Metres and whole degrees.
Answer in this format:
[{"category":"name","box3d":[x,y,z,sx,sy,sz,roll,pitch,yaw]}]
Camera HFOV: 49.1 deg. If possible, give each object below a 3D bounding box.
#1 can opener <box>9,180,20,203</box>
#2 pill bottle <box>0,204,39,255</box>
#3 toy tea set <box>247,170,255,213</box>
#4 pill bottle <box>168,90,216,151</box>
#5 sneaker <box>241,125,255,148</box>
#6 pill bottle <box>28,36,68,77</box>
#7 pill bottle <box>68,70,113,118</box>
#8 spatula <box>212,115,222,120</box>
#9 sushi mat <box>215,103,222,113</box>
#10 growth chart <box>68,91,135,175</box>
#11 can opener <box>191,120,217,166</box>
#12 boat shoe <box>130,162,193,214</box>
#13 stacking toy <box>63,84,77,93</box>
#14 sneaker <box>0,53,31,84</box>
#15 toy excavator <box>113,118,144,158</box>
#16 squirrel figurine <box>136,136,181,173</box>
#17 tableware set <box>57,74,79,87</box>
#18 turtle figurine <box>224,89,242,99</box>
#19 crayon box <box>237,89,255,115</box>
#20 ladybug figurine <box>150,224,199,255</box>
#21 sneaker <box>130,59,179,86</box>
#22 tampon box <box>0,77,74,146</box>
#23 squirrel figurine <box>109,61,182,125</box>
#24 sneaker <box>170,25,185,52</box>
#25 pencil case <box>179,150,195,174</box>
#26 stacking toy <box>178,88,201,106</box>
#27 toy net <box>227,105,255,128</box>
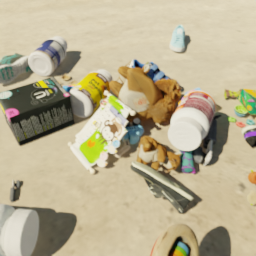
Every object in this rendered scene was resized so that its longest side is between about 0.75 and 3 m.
[{"category":"can opener","box3d":[-3.562,1.962,8.822,0.263,0.210,0.787,-9,44,-9]},{"category":"pill bottle","box3d":[-3.749,2.637,7.151,2.580,1.414,1.414,3,42,3]},{"category":"toy tea set","box3d":[3.881,1.896,8.268,0.787,0.490,1.324,14,87,10]},{"category":"pill bottle","box3d":[2.197,-0.287,9.605,1.279,1.279,2.334,17,36,18]},{"category":"sneaker","box3d":[5.274,0.436,10.250,1.997,0.694,0.993,-3,47,3]},{"category":"pill bottle","box3d":[-4.009,-3.786,14.431,1.308,1.308,2.356,9,42,10]},{"category":"pill bottle","box3d":[-1.557,-1.567,11.968,1.267,1.267,2.319,16,45,18]},{"category":"spatula","box3d":[2.741,-0.237,10.732,1.670,0.172,0.472,-14,-1,21]},{"category":"sushi mat","box3d":[2.920,-0.922,10.850,1.400,0.670,0.085,27,52,-22]},{"category":"growth chart","box3d":[-0.930,0.132,9.924,1.981,0.243,2.738,32,83,35]},{"category":"can opener","box3d":[2.784,0.437,10.186,0.748,0.597,2.236,18,43,4]},{"category":"boat shoe","box3d":[0.879,1.716,8.179,2.069,0.699,0.743,35,6,-1]},{"category":"stacking toy","box3d":[-2.356,-1.752,12.754,0.726,0.687,1.251,7,30,22]},{"category":"sneaker","box3d":[-5.940,-2.987,13.772,1.182,1.005,2.591,26,39,17]},{"category":"toy excavator","box3d":[-0.002,0.403,10.318,1.311,0.673,1.348,-9,52,-9]},{"category":"squirrel figurine","box3d":[1.035,0.844,9.284,1.362,1.032,1.459,14,22,-7]},{"category":"tableware set","box3d":[-3.045,-2.172,13.494,1.367,0.159,1.142,30,50,29]},{"category":"turtle figurine","box3d":[4.918,-1.429,12.413,1.210,0.483,1.501,7,42,7]},{"category":"crayon box","box3d":[5.666,-1.027,11.614,1.894,0.552,1.125,3,39,-17]},{"category":"ladybug figurine","box3d":[0.880,2.561,5.538,1.038,0.550,1.530,54,44,-1]},{"category":"sneaker","box3d":[1.134,-2.409,13.007,2.639,1.085,0.976,21,39,20]},{"category":"tampon box","box3d":[-3.553,-0.715,10.884,2.306,1.456,1.728,-24,47,-25]},{"category":"squirrel figurine","box3d":[0.672,-1.503,11.673,2.975,2.106,2.777,21,27,-11]},{"category":"sneaker","box3d":[2.901,-5.296,16.375,0.888,0.984,2.402,3,42,5]},{"category":"pencil case","box3d":[2.003,0.989,9.540,0.517,0.476,1.118,28,46,-26]},{"category":"stacking toy","box3d":[2.436,-1.065,11.284,0.813,0.768,1.400,-19,3,41]},{"category":"toy net","box3d":[5.015,-0.244,11.164,1.916,0.370,1.005,31,48,29]}]
